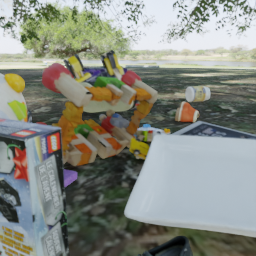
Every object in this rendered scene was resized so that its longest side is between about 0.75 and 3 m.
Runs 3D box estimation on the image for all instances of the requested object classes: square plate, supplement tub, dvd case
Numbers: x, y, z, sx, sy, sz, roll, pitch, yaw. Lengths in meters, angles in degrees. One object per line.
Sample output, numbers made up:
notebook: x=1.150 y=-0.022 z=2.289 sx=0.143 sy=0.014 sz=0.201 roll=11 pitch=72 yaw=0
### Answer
square plate: x=1.441 y=0.769 z=4.168 sx=2.501 sy=0.359 sz=2.525 roll=4 pitch=22 yaw=13
supplement tub: x=3.390 y=-1.648 z=13.604 sx=1.016 sy=0.734 sz=0.734 roll=-5 pitch=16 yaw=-17
dvd case: x=2.106 y=0.507 z=5.853 sx=2.605 sy=0.322 sz=1.958 roll=19 pitch=29 yaw=40

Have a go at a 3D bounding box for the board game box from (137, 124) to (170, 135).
board game box: x=0.586 y=0.096 z=8.289 sx=0.970 sy=0.125 sz=0.969 roll=-14 pitch=21 yaw=-43

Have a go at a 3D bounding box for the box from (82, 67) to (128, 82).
box: x=-1.219 y=-2.005 z=13.140 sx=2.241 sy=1.658 sz=1.169 roll=-5 pitch=19 yaw=-14

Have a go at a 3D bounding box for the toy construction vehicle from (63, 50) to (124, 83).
toy construction vehicle: x=-1.216 y=-2.077 z=11.677 sx=2.149 sy=2.468 sz=0.869 roll=-30 pitch=42 yaw=-14

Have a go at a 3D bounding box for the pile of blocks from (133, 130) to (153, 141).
pile of blocks: x=0.221 y=0.146 z=7.470 sx=1.149 sy=0.357 sz=0.472 roll=3 pitch=2 yaw=14

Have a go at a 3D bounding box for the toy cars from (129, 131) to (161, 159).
toy cars: x=0.546 y=0.444 z=6.454 sx=1.439 sy=0.645 sz=0.319 roll=-15 pitch=-22 yaw=-44

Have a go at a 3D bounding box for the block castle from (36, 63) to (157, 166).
block castle: x=-0.731 y=-0.361 z=5.970 sx=1.244 sy=1.772 sz=2.651 roll=38 pitch=27 yaw=27

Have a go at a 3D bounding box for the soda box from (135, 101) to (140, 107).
soda box: x=0.068 y=-1.235 z=11.946 sx=1.682 sy=0.534 sz=0.574 roll=0 pitch=-22 yaw=12

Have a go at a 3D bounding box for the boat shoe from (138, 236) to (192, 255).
boat shoe: x=0.257 y=1.420 z=2.887 sx=1.081 sy=0.359 sz=0.404 roll=-9 pitch=18 yaw=-29

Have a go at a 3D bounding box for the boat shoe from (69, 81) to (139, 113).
boat shoe: x=-0.935 y=-1.178 z=10.219 sx=2.979 sy=1.090 sz=0.933 roll=7 pitch=24 yaw=30

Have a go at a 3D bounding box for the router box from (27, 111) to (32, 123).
router box: x=-3.753 y=-0.235 z=9.033 sx=1.115 sy=0.370 sz=1.418 roll=-3 pitch=15 yaw=-12

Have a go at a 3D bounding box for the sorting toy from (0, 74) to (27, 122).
sorting toy: x=-3.241 y=-0.261 z=5.848 sx=2.847 sy=1.521 sz=2.563 roll=19 pitch=23 yaw=-33

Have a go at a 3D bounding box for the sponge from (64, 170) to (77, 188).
sponge: x=-1.399 y=0.985 z=4.924 sx=0.570 sy=0.153 sz=1.023 roll=5 pitch=16 yaw=21

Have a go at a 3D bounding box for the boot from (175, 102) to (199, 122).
boot: x=2.177 y=-0.543 z=10.037 sx=0.772 sy=0.540 sz=1.440 roll=8 pitch=25 yaw=15

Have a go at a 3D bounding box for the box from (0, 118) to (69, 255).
box: x=-1.762 y=0.676 z=3.199 sx=2.396 sy=1.640 sz=0.478 roll=9 pitch=18 yaw=27
